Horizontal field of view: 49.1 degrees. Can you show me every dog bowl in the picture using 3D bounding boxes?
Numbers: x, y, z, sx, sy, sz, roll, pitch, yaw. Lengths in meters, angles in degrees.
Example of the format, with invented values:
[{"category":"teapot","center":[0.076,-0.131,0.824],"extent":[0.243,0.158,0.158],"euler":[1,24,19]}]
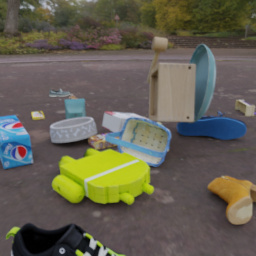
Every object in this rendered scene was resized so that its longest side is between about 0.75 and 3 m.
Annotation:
[{"category":"dog bowl","center":[-2.043,0.038,10.396],"extent":[1.814,0.532,1.814],"euler":[-9,13,2]}]

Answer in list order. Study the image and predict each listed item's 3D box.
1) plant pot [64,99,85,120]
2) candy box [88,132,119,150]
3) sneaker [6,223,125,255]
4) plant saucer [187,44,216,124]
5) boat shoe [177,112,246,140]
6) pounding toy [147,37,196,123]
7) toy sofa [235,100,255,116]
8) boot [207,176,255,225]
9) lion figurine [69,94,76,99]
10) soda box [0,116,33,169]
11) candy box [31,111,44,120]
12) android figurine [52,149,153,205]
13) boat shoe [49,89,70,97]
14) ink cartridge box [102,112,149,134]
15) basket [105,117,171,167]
[{"category":"plant pot","center":[-2.331,-0.637,12.343],"extent":[0.909,0.909,1.286],"euler":[-3,24,-10]},{"category":"candy box","center":[-0.796,0.454,9.964],"extent":[1.101,0.311,0.642],"euler":[-11,22,-27]},{"category":"sneaker","center":[-0.737,2.021,4.178],"extent":[2.538,1.051,0.910],"euler":[4,19,12]},{"category":"plant saucer","center":[2.370,-1.433,9.381],"extent":[0.359,2.620,2.620],"euler":[6,18,-4]},{"category":"boat shoe","center":[3.162,-0.188,10.706],"extent":[2.519,1.060,0.865],"euler":[8,25,17]},{"category":"pounding toy","center":[1.467,-1.670,9.723],"extent":[1.324,2.894,2.543],"euler":[2,2,-4]},{"category":"toy sofa","center":[5.866,-0.996,13.883],"extent":[0.627,0.533,1.286],"euler":[-2,19,-2]},{"category":"boot","center":[2.296,1.582,6.406],"extent":[1.665,0.586,1.192],"euler":[-11,16,-39]},{"category":"lion figurine","center":[-2.841,-1.528,15.771],"extent":[1.233,0.447,0.755],"euler":[20,16,13]},{"category":"soda box","center":[-3.887,0.371,9.250],"extent":[0.862,0.911,2.685],"euler":[-11,21,-28]},{"category":"candy box","center":[-4.292,-0.582,13.285],"extent":[0.517,0.134,1.012],"euler":[-10,21,-20]},{"category":"android figurine","center":[-0.589,1.216,7.305],"extent":[2.536,0.572,2.786],"euler":[-16,23,-41]},{"category":"boat shoe","center":[-4.318,-2.218,17.672],"extent":[1.309,0.404,0.477],"euler":[-6,20,-17]},{"category":"ink cartridge box","center":[-0.065,-0.179,10.837],"extent":[1.508,0.632,1.088],"euler":[3,13,-39]},{"category":"basket","center":[0.399,0.400,8.335],"extent":[1.702,1.342,1.930],"euler":[18,15,16]}]
